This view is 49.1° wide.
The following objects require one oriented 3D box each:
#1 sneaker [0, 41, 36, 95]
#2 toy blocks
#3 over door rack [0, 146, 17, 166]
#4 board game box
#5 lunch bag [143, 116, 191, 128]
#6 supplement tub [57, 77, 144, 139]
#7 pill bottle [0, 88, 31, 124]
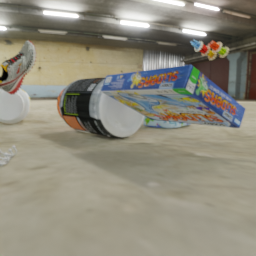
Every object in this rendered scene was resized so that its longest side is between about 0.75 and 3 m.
[{"bbox_3d":[-3.710,-2.044,9.283,0.737,1.894,0.778,31,2,40],"label":"sneaker"},{"bbox_3d":[2.305,-2.313,8.057,0.911,0.331,0.759,20,-8,-29],"label":"toy blocks"},{"bbox_3d":[-2.694,0.457,5.122,1.109,0.369,0.819,-2,6,-11],"label":"over door rack"},{"bbox_3d":[0.838,-0.623,6.079,1.805,0.459,2.666,26,-10,-34],"label":"board game box"},{"bbox_3d":[1.587,-0.433,10.843,1.509,0.774,1.878,8,12,35],"label":"lunch bag"},{"bbox_3d":[-0.971,-0.668,8.623,1.737,1.737,2.834,-6,10,-39],"label":"supplement tub"},{"bbox_3d":[-5.066,-1.011,12.077,1.600,1.600,2.838,-2,8,-18],"label":"pill bottle"}]
